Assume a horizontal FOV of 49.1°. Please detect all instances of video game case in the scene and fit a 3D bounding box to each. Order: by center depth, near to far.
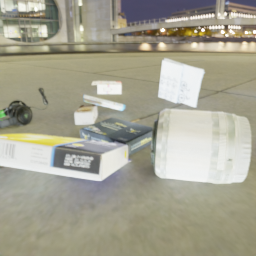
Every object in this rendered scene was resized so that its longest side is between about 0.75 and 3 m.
[{"bbox_3d":[-0.987,-0.999,11.386,1.657,0.148,1.186,13,-4,-6],"label":"video game case"}]

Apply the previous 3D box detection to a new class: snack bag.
[{"bbox_3d":[2.278,-1.929,12.403,1.982,1.869,0.212,25,37,29],"label":"snack bag"}]

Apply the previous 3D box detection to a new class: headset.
[{"bbox_3d":[-4.206,-0.737,10.763,2.293,1.077,1.416,-23,29,-25],"label":"headset"}]

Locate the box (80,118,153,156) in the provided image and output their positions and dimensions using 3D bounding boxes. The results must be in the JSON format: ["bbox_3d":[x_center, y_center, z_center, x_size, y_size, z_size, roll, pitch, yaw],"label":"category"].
[{"bbox_3d":[-0.315,0.223,8.896,1.956,0.499,1.543,15,24,37],"label":"box"}]

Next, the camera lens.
[{"bbox_3d":[1.613,0.420,6.595,2.067,1.654,1.654,4,20,10],"label":"camera lens"}]

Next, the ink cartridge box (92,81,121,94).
[{"bbox_3d":[-1.220,-2.289,15.919,1.648,0.556,0.960,1,20,-1],"label":"ink cartridge box"}]

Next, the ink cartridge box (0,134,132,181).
[{"bbox_3d":[-1.478,0.537,6.658,2.749,0.654,2.782,5,4,12],"label":"ink cartridge box"}]

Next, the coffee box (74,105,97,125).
[{"bbox_3d":[-1.626,-0.534,10.971,0.698,0.487,1.221,-3,18,2],"label":"coffee box"}]
